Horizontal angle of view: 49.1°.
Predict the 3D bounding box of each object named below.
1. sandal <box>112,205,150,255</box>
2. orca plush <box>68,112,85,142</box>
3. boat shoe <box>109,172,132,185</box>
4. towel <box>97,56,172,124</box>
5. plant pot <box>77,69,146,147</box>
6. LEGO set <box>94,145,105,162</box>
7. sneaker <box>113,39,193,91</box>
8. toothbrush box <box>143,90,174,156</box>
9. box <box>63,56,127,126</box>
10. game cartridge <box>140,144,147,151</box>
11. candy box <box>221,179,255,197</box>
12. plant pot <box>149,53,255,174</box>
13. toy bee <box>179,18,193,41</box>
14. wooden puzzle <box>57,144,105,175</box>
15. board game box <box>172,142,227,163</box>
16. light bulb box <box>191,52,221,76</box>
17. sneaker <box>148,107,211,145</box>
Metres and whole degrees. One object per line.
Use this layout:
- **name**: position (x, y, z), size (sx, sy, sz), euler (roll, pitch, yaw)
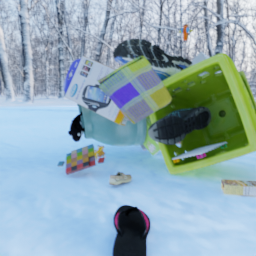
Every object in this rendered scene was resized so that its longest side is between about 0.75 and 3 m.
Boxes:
- **sandal**: position (0.058, 1.527, 4.377), size (0.631, 0.378, 1.679), euler (0, 7, 0)
- **orca plush**: position (-1.764, -0.145, 9.687), size (0.682, 0.461, 1.297), euler (2, 51, 18)
- **boat shoe**: position (-0.176, 1.220, 6.939), size (0.290, 0.261, 0.804), euler (0, 2, 38)
- **towel**: position (0.218, -0.785, 6.334), size (1.208, 0.192, 1.682), euler (-28, -40, 12)
- **plant pot**: position (-0.743, -0.617, 9.944), size (1.949, 2.909, 2.909), euler (-11, 10, -14)
- **LEGO set**: position (-1.001, 0.926, 8.598), size (0.458, 0.370, 0.995), euler (1, 31, 38)
- **sneaker**: position (0.749, -1.639, 8.324), size (2.809, 1.103, 1.252), euler (15, -41, -30)
- **toothbrush box**: position (0.892, -0.821, 10.042), size (2.095, 2.878, 1.239), euler (-34, -10, -26)
- **box**: position (-0.856, -1.189, 8.508), size (2.374, 1.413, 0.492), euler (27, 6, 22)
- **game cartridge**: position (0.901, -0.092, 11.067), size (1.284, 1.926, 0.390), euler (-14, -24, 16)
- **candy box**: position (2.575, 1.351, 6.330), size (0.853, 0.236, 0.493), euler (1, 6, 11)
- **plant pot**: position (2.373, -0.313, 8.044), size (2.567, 2.554, 2.329), euler (-23, -12, 37)
- **toy bee**: position (2.267, -3.827, 10.838), size (0.540, 0.825, 0.448), euler (25, 40, 16)
- **wooden puzzle**: position (-1.307, 0.850, 7.710), size (1.401, 0.098, 0.831), euler (-19, 37, 2)
- **board game box**: position (1.906, 0.666, 7.478), size (1.095, 0.142, 1.095), euler (-15, -4, -35)
- **light bulb box**: position (3.558, -1.403, 11.192), size (2.370, 2.349, 1.479), euler (15, -49, -40)
- **sneaker**: position (1.380, -0.074, 7.999), size (2.154, 0.812, 0.854), euler (-16, 13, -30)
